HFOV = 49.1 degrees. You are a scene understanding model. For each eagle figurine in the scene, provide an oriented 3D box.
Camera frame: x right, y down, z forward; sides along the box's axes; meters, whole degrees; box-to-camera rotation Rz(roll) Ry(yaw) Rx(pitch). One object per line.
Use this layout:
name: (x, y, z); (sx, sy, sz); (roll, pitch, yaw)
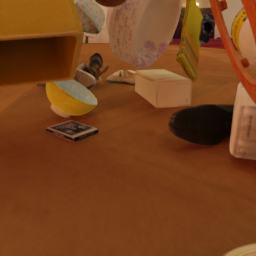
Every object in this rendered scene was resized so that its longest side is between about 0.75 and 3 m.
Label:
eagle figurine: (-1.733, -2.657, 13.421); (1.503, 1.495, 1.981); (-14, 34, -9)

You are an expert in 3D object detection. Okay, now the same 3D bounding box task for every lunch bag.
lunch bag: (-1.393, -3.904, 9.778); (1.210, 0.738, 1.031); (35, 43, -23)

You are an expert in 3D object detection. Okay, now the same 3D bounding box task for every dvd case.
dvd case: (-1.499, 0.065, 7.513); (1.144, 0.141, 0.860); (17, 26, 36)

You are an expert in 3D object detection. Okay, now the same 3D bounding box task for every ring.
ring: (1.644, -1.503, 4.077); (0.255, 2.656, 2.656); (-22, 16, 14)

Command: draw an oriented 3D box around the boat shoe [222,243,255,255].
boat shoe: (0.929, 1.642, 2.655); (1.695, 0.612, 0.551); (-11, 33, -24)

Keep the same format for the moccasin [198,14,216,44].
moccasin: (2.192, -2.736, 7.585); (0.427, 0.362, 1.061); (14, 62, -3)

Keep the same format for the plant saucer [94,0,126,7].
plant saucer: (-0.468, -3.458, 6.633); (1.165, 1.165, 0.172); (4, 36, 11)

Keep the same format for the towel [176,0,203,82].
towel: (1.864, -2.708, 8.305); (0.234, 1.114, 2.589); (-5, 58, 32)

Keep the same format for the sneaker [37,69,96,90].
sneaker: (-2.640, -2.170, 12.387); (2.820, 1.051, 1.228); (9, 17, 21)

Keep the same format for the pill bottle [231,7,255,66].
pill bottle: (3.654, -2.450, 7.291); (1.593, 1.593, 2.862); (4, 27, 11)

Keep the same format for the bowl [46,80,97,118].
bowl: (-1.872, -0.861, 8.631); (1.663, 0.895, 1.663); (33, 16, -11)

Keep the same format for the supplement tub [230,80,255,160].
supplement tub: (3.544, -0.049, 5.585); (2.738, 1.677, 1.677); (7, 21, 19)

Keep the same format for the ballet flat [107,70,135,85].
ballet flat: (-0.148, -2.578, 13.919); (2.115, 0.659, 0.713); (12, 25, 30)

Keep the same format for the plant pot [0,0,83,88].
plant pot: (-2.579, -2.540, 5.920); (2.616, 2.694, 2.633); (-9, -7, -16)

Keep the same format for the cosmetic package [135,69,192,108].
cosmetic package: (1.263, -1.602, 10.859); (1.369, 0.966, 2.644); (-6, 20, -15)

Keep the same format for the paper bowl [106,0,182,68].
paper bowl: (0.405, -3.579, 9.178); (1.514, 2.912, 2.912); (32, 32, 22)

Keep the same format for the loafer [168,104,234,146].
loafer: (2.060, -0.141, 7.085); (2.729, 0.993, 0.986); (0, 9, -29)
